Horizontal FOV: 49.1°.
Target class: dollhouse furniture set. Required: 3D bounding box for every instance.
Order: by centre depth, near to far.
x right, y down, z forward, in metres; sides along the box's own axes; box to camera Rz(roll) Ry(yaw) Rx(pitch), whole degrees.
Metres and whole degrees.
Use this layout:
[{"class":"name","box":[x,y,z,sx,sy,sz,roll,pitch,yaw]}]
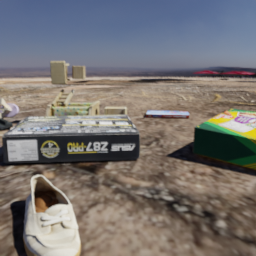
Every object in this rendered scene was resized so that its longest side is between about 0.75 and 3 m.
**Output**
[{"class":"dollhouse furniture set","box":[-1.383,-1.137,9.533,2.529,2.237,1.406,0,13,5]}]

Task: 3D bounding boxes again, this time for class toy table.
[{"class":"toy table","box":[-4.961,-0.746,11.318,0.874,0.803,0.512,-9,-7,20]}]

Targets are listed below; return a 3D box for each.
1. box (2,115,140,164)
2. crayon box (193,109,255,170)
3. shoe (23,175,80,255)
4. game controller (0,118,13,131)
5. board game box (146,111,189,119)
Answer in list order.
[{"class":"box","box":[-1.337,0.177,7.171,2.971,0.730,2.395,-2,14,-8]},{"class":"crayon box","box":[3.085,0.201,6.707,2.135,0.721,2.474,12,21,37]},{"class":"shoe","box":[-1.050,1.115,3.600,0.622,0.475,1.778,-6,14,-24]},{"class":"game controller","box":[-4.533,-0.104,9.590,0.757,0.306,1.452,-28,27,-35]},{"class":"board game box","box":[1.629,-0.552,11.634,1.720,0.167,0.885,2,13,8]}]
